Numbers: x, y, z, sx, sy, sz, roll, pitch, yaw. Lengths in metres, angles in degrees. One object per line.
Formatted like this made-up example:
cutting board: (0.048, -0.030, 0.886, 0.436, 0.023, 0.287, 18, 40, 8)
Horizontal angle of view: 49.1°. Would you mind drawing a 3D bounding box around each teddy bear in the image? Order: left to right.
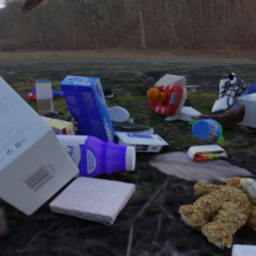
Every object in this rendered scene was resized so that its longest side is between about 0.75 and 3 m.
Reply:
teddy bear: (1.900, 1.448, 5.239, 2.058, 0.687, 1.492, -7, 21, -21)

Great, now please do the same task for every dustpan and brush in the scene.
dustpan and brush: (2.303, -0.530, 12.158, 1.577, 0.451, 1.101, -1, 25, -25)

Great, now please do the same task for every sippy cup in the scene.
sippy cup: (2.378, 0.086, 8.656, 1.053, 0.827, 0.772, -6, -13, 37)

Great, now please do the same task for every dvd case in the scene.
dvd case: (6.048, -1.076, 13.109, 2.018, 0.177, 1.440, 15, 51, 40)

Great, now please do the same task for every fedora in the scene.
fedora: (-1.358, -2.150, 16.812, 1.399, 0.639, 1.399, 0, 18, 0)

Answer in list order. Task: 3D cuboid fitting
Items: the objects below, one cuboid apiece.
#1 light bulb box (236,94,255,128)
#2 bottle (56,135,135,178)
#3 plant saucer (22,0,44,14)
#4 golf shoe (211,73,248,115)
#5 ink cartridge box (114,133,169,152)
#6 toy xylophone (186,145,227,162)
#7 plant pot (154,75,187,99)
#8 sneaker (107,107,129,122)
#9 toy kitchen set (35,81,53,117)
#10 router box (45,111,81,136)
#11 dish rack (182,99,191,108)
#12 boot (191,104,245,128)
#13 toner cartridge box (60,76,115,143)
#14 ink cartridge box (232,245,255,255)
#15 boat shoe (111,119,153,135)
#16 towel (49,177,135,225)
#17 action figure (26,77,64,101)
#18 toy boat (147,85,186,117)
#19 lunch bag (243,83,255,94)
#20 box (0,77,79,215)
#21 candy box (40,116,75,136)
light bulb box: (5.564, -0.677, 11.217, 1.778, 1.119, 1.794, -13, 19, -37)
bottle: (-1.081, 0.720, 6.973, 2.478, 1.035, 0.809, 2, 15, 6)
plant saucer: (-3.294, -4.919, 10.371, 1.775, 0.325, 1.775, -32, 23, 16)
golf shoe: (3.865, -1.354, 11.303, 2.155, 1.018, 0.838, -45, 10, -25)
ink cartridge box: (0.404, 0.447, 8.562, 1.542, 0.302, 0.767, 3, 21, -26)
toy xylophone: (2.286, 0.752, 8.038, 1.141, 0.287, 0.836, -2, 16, 1)
plant pot: (2.225, -2.002, 15.306, 1.260, 1.423, 1.421, -26, 29, -32)
sneaker: (-0.328, -0.468, 9.637, 1.345, 0.495, 0.793, 8, 4, 41)
toy kitchen set: (-3.792, -0.797, 9.480, 2.395, 1.919, 1.411, -8, 54, -16)
router box: (-2.011, 0.110, 8.840, 0.426, 1.028, 1.372, -28, 31, -32)
dish rack: (2.155, -1.215, 14.142, 1.700, 0.464, 1.304, -5, 17, -16)
boot: (3.263, -0.405, 10.384, 1.686, 1.571, 0.542, 3, 62, -4)
toner cartridge box: (-1.182, -0.447, 8.580, 1.094, 2.304, 0.497, 8, 43, 23)
ink cartridge box: (2.085, 2.147, 2.795, 1.630, 0.779, 1.857, 1, 17, 4)
boat shoe: (-0.034, -0.018, 9.875, 1.865, 0.662, 0.672, 0, 13, -2)
towel: (-0.709, 1.470, 5.914, 1.411, 0.227, 1.347, 5, 19, 18)
action figure: (-4.701, -2.374, 16.419, 0.943, 1.430, 2.889, 13, 24, 37)
toy boat: (1.468, -1.333, 12.365, 1.402, 1.400, 2.145, 19, 0, -22)
lunch bag: (6.998, -1.786, 14.677, 1.778, 1.208, 1.176, -5, 18, -14)
box: (-2.502, 0.101, 5.579, 1.344, 1.716, 2.758, -41, 62, -17)
candy box: (-2.370, 0.274, 8.269, 1.834, 1.059, 0.507, 10, 27, 31)
